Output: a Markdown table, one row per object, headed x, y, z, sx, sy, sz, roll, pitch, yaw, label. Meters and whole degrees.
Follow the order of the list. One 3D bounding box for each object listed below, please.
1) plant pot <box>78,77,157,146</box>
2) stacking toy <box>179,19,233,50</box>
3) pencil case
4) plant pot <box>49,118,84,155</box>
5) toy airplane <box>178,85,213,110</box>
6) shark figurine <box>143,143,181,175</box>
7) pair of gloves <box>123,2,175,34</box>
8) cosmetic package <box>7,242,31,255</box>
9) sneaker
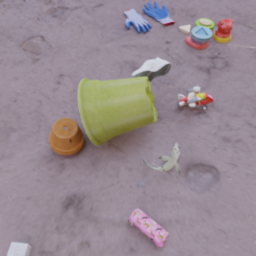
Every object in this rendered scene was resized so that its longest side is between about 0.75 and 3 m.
| x | y | z | sx | sy | sz | roll | pitch | yaw | label |
| --- | --- | --- | --- | --- | --- | --- | --- | --- | --- |
| -0.214 | -0.732 | 9.385 | 2.149 | 2.337 | 2.337 | -12 | 52 | 12 | plant pot |
| 3.819 | -4.987 | 13.824 | 2.306 | 0.974 | 2.087 | -22 | 56 | -16 | stacking toy |
| 0.590 | 2.921 | 8.181 | 1.246 | 0.516 | 0.539 | 33 | 63 | 21 | pencil case |
| -2.131 | 0.208 | 9.611 | 1.214 | 0.849 | 1.214 | 4 | 56 | -5 | plant pot |
| 2.545 | -1.218 | 10.943 | 1.220 | 0.865 | 1.226 | -19 | 37 | -27 | toy airplane |
| 1.252 | 1.122 | 9.004 | 0.650 | 1.557 | 0.930 | -22 | 83 | -51 | shark figurine |
| 1.020 | -5.922 | 14.947 | 2.780 | 0.317 | 2.235 | -21 | 56 | -16 | pair of gloves |
| -3.088 | 3.716 | 7.675 | 0.509 | 0.371 | 1.001 | 4 | 52 | 3 | cosmetic package |
| 0.736 | -2.072 | 10.152 | 1.730 | 0.608 | 0.693 | -26 | 52 | -30 | sneaker |
